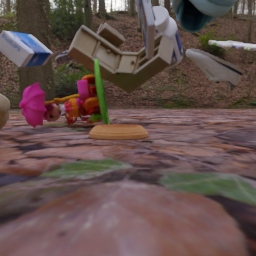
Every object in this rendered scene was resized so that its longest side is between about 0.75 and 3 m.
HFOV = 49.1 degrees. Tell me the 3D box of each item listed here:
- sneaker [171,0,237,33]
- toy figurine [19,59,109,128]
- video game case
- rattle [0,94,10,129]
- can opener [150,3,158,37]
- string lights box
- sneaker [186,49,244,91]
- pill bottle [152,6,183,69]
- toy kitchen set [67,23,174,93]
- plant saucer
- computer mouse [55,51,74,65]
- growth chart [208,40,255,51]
[{"bbox_3d":[1.030,-2.203,4.594,1.060,1.175,2.869,21,17,-3],"label":"sneaker"},{"bbox_3d":[-1.922,-0.709,8.531,2.476,2.019,2.690,-9,-17,-2],"label":"toy figurine"},{"bbox_3d":[0.370,-3.000,6.925,0.190,2.110,1.511,-10,-14,0],"label":"video game case"},{"bbox_3d":[-3.743,0.026,5.909,2.614,1.867,1.702,-20,-35,37],"label":"rattle"},{"bbox_3d":[0.604,-3.366,8.587,0.437,1.308,0.349,-18,-11,13],"label":"can opener"},{"bbox_3d":[-2.637,-2.033,7.247,0.804,0.461,1.565,41,15,-6],"label":"string lights box"},{"bbox_3d":[2.798,-2.012,9.421,2.024,0.815,0.773,29,21,10],"label":"sneaker"},{"bbox_3d":[1.281,-3.379,10.554,1.255,1.255,2.260,2,-23,22],"label":"pill bottle"},{"bbox_3d":[-0.155,-2.954,9.172,2.530,2.064,2.282,29,-32,-25],"label":"toy kitchen set"},{"bbox_3d":[-0.208,0.071,6.113,1.290,0.241,1.290,0,5,0],"label":"plant saucer"},{"bbox_3d":[-2.221,-2.803,10.687,1.199,0.263,0.658,-21,-33,-6],"label":"computer mouse"},{"bbox_3d":[3.837,-2.507,8.717,2.269,0.201,1.642,5,23,-3],"label":"growth chart"}]
